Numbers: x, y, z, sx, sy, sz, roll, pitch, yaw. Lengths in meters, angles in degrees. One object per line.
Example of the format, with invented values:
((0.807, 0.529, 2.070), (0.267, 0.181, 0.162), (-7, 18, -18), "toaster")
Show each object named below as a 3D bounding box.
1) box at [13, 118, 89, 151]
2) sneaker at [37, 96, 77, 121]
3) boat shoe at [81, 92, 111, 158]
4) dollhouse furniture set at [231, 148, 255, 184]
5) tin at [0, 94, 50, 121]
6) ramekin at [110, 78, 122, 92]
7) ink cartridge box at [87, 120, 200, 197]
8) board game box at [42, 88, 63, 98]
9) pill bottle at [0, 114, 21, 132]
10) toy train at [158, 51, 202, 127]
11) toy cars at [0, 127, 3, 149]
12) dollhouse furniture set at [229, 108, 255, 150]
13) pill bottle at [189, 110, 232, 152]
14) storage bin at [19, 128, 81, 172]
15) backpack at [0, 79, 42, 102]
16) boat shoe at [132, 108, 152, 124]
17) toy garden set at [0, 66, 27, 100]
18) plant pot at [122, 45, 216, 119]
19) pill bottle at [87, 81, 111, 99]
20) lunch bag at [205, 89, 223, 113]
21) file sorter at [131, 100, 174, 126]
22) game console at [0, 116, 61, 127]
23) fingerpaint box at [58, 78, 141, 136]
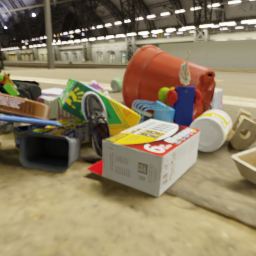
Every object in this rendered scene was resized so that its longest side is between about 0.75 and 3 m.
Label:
((-2.233, 0.202, 8.338), (2.090, 0.672, 0.732), (-10, 19, -35), "box")
((-2.535, -0.762, 11.343), (2.757, 1.109, 1.219), (12, 11, 41), "sneaker")
((-0.766, -0.076, 7.195), (0.618, 1.768, 0.586), (-9, 1, -21), "boat shoe")
((3.887, 0.158, 5.687), (2.885, 2.048, 2.286), (-13, 26, -25), "dollhouse furniture set")
((-3.357, -0.608, 7.493), (2.528, 0.529, 1.415), (12, -9, -35), "tin")
((-0.808, -3.016, 19.787), (1.015, 1.015, 0.496), (15, 28, 43), "ramekin")
((0.393, 0.509, 6.565), (1.895, 0.905, 2.158), (13, 20, 30), "ink cartridge box")
((-3.004, -1.547, 14.302), (2.654, 0.576, 2.641), (7, 11, 5), "board game box")
((-4.432, -0.205, 9.753), (0.738, 0.738, 1.268), (10, 17, 32), "pill bottle")
((1.564, -1.134, 9.409), (1.146, 2.707, 1.566), (-3, 12, -22), "toy train")
((-3.666, 0.268, 7.946), (0.174, 0.784, 0.351), (-3, -15, 7), "toy cars")
((3.879, 0.242, 8.545), (1.428, 0.898, 1.614), (29, 21, 9), "dollhouse furniture set")
((2.541, 0.005, 8.419), (1.005, 1.005, 1.811), (8, 17, 27), "pill bottle")
((-1.867, 0.476, 7.027), (1.358, 0.988, 0.912), (4, 5, 16), "storage bin")
((-5.321, -1.317, 12.132), (2.608, 1.651, 2.176), (9, 12, 29), "backpack")
((0.446, -0.435, 10.879), (0.621, 0.513, 1.658), (17, 4, -25), "boat shoe")
((-3.757, -1.119, 9.978), (0.521, 2.611, 2.177), (-44, 18, -12), "toy garden set")
((1.761, -1.615, 11.323), (2.852, 2.933, 2.933), (23, 25, 33), "plant pot")
((-1.389, -1.606, 13.256), (1.226, 0.688, 0.688), (43, 26, 8), "pill bottle")
((3.167, -1.285, 12.883), (1.957, 1.244, 1.660), (3, 13, 35), "lunch bag")
((0.695, -0.248, 8.970), (0.954, 1.079, 1.556), (6, 13, -13), "file sorter")
((-3.405, 0.346, 6.771), (2.820, 1.669, 2.407), (4, 57, 52), "game console")
((-1.029, -0.674, 9.000), (2.163, 0.951, 2.593), (28, 3, -19), "fingerpaint box")
